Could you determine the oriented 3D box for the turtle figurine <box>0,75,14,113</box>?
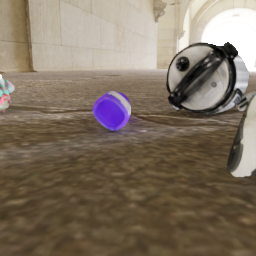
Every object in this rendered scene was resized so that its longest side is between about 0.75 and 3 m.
[{"bbox_3d":[-4.686,-1.026,9.716,1.697,1.141,2.266,-41,13,4],"label":"turtle figurine"}]

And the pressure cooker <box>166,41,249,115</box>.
[{"bbox_3d":[2.578,-1.641,9.416,2.371,2.335,2.655,10,13,34],"label":"pressure cooker"}]

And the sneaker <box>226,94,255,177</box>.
[{"bbox_3d":[2.401,0.171,4.732,1.104,1.029,2.785,16,24,20],"label":"sneaker"}]

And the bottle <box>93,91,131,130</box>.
[{"bbox_3d":[-0.383,-0.603,8.195,0.967,0.756,2.316,44,12,-7],"label":"bottle"}]

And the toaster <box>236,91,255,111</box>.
[{"bbox_3d":[4.295,-0.941,10.149,0.571,0.502,0.884,-14,-16,-37],"label":"toaster"}]
